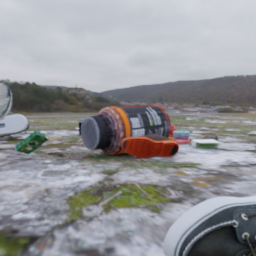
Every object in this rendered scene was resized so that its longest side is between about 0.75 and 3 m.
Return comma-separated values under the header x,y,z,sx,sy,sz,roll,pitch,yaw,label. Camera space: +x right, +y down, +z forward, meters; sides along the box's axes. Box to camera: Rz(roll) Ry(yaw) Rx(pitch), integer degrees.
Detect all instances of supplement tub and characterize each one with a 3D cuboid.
x,y,z,sx,sy,sz,roll,pitch,yaw,label
-0.060,0.032,9.030,2.834,1.516,1.516,-6,8,-39,supplement tub

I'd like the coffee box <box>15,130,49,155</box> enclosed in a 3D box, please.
x,y,z,sx,sy,sz,roll,pitch,yaw,label
-2.739,0.426,7.989,0.832,0.183,0.512,-36,-30,13,coffee box

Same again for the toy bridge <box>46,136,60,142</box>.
x,y,z,sx,sy,sz,roll,pitch,yaw,label
-3.439,0.485,11.902,1.210,0.165,0.407,-2,10,-20,toy bridge

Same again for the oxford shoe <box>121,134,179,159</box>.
x,y,z,sx,sy,sz,roll,pitch,yaw,label
0.592,0.500,8.345,1.795,0.639,0.651,8,22,-21,oxford shoe

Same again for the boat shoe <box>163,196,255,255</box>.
x,y,z,sx,sy,sz,roll,pitch,yaw,label
1.218,1.050,2.848,1.822,0.625,0.516,-4,18,-27,boat shoe

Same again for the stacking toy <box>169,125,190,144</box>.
x,y,z,sx,sy,sz,roll,pitch,yaw,label
1.696,0.259,11.645,1.434,0.669,1.584,-2,5,-24,stacking toy

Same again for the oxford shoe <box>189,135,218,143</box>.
x,y,z,sx,sy,sz,roll,pitch,yaw,label
2.927,0.461,10.860,1.095,0.399,0.390,1,5,8,oxford shoe

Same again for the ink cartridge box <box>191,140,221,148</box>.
x,y,z,sx,sy,sz,roll,pitch,yaw,label
2.816,0.595,10.016,0.838,0.276,1.151,0,5,-1,ink cartridge box

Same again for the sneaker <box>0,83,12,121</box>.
x,y,z,sx,sy,sz,roll,pitch,yaw,label
-4.870,-0.454,9.401,1.036,2.689,1.146,30,-19,-7,sneaker

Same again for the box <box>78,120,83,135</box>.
x,y,z,sx,sy,sz,roll,pitch,yaw,label
-2.076,-0.025,14.747,0.987,0.696,1.334,-1,6,-6,box

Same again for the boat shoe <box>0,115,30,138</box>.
x,y,z,sx,sy,sz,roll,pitch,yaw,label
-5.875,0.005,12.342,2.929,1.051,0.993,-11,-10,-9,boat shoe
